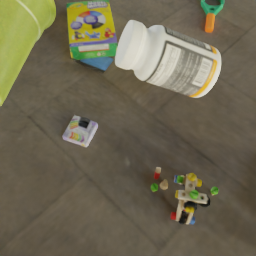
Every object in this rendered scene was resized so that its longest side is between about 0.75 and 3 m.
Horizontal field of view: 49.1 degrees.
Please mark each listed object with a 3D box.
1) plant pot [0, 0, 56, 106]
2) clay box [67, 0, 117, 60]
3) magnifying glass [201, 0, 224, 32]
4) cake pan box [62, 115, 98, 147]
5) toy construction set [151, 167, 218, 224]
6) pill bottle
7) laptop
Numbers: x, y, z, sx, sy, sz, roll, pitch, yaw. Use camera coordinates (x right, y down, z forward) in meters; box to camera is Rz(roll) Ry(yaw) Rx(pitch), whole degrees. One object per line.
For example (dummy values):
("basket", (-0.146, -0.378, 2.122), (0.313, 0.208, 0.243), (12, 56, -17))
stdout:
("plant pot", (-3.240, -1.890, 6.070), (2.724, 2.724, 2.587), (9, 74, 5))
("clay box", (-1.381, -3.781, 10.297), (1.626, 0.674, 2.830), (-8, 59, -6))
("magnifying glass", (3.289, -4.605, 11.071), (0.907, 0.255, 2.280), (12, 60, 7))
("cake pan box", (-1.391, 0.082, 8.235), (0.771, 0.219, 0.837), (20, 61, 9))
("toy construction set", (1.303, 1.455, 6.814), (1.579, 1.214, 1.317), (31, 63, 18))
("pill bottle", (0.930, -1.636, 6.684), (2.273, 1.323, 1.323), (15, 57, -18))
("laptop", (-1.208, -2.345, 9.482), (1.024, 1.093, 0.634), (23, 95, 14))
